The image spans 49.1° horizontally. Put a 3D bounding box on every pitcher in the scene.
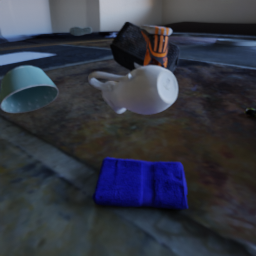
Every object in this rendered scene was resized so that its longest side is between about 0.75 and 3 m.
[{"bbox_3d":[0.109,-1.292,9.050,2.510,1.522,2.154,-3,-23,45],"label":"pitcher"}]

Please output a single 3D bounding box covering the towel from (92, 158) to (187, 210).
[{"bbox_3d":[0.381,1.575,8.447,2.688,0.666,1.985,1,24,2],"label":"towel"}]

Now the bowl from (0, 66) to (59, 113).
[{"bbox_3d":[-3.469,-1.376,9.511,1.945,1.017,1.945,-23,-11,-5],"label":"bowl"}]

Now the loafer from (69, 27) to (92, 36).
[{"bbox_3d":[-2.197,-4.429,12.869,1.068,0.401,0.372,-11,15,-28],"label":"loafer"}]

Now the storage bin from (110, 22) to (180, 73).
[{"bbox_3d":[0.723,-3.125,12.124,2.692,1.262,1.820,31,-9,12],"label":"storage bin"}]

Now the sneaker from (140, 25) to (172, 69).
[{"bbox_3d":[0.869,-2.904,10.160,1.029,1.486,2.653,6,21,-1],"label":"sneaker"}]

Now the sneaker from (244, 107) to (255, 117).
[{"bbox_3d":[6.259,-0.654,13.706,1.096,0.393,0.454,22,57,40],"label":"sneaker"}]
